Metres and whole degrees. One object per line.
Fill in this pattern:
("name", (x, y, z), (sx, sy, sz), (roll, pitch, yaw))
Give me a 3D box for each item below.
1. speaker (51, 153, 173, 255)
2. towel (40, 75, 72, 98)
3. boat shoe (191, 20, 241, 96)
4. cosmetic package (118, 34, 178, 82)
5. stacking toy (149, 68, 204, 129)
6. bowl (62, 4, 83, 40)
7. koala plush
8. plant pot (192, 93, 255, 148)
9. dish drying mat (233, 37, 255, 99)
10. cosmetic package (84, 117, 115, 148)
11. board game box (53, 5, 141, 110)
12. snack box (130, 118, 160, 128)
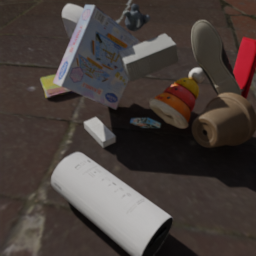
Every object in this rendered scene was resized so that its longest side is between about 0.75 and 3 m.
("speaker", (-0.433, 1.730, 6.468), (2.889, 1.173, 1.173), (29, 49, 29))
("towel", (-2.438, -1.801, 11.237), (2.037, 0.232, 1.463), (-17, 43, -19))
("boat shoe", (2.691, -2.008, 8.738), (0.894, 2.673, 0.762), (-26, 6, 18))
("cosmetic package", (0.591, -2.066, 8.185), (1.557, 0.702, 0.832), (-19, 43, -3))
("stacking toy", (1.736, -1.095, 8.912), (1.439, 1.439, 1.969), (32, 82, 31))
("bowl", (-1.717, -3.443, 9.666), (1.380, 1.378, 0.515), (33, 63, 30))
("koala plush", (0.187, -3.309, 8.532), (0.711, 0.737, 0.802), (42, 19, -5))
("plant pot", (2.583, -0.092, 8.016), (1.387, 1.590, 1.590), (-21, 45, -34))
("dish drying mat", (3.662, -1.766, 8.928), (0.186, 2.042, 0.784), (-7, 30, -23))
("cosmetic package", (-0.918, 0.136, 8.961), (0.478, 0.293, 1.158), (-25, 47, -26))
("board game box", (-0.847, -2.133, 9.099), (0.520, 2.520, 2.526), (26, 3, 40))
("snack box", (0.524, -0.146, 8.726), (0.525, 0.168, 0.903), (22, -12, -31))
